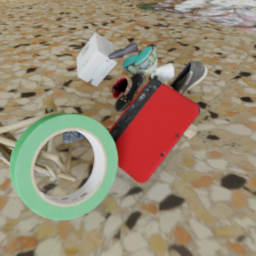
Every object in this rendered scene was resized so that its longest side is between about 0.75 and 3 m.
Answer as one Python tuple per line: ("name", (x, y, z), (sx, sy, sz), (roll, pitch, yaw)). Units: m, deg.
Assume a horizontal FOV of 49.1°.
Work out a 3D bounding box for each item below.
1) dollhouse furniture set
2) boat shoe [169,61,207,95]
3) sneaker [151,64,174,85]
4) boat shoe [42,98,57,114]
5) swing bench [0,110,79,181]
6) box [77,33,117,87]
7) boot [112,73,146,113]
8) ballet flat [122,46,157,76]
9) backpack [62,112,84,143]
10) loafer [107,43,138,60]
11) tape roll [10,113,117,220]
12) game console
("dollhouse furniture set", (1.571, -0.219, 9.407), (2.013, 1.780, 1.119), (25, 58, -6))
("boat shoe", (1.916, -1.601, 11.002), (0.753, 2.643, 0.884), (16, 44, -31))
("sneaker", (1.077, -1.680, 9.724), (0.652, 1.627, 0.572), (-10, 69, -10))
("boat shoe", (-2.439, -0.533, 8.717), (0.464, 0.493, 1.296), (-16, 54, -12))
("swing bench", (-2.688, 0.591, 7.942), (2.168, 2.156, 1.407), (-1, 64, 3))
("box", (-1.179, -2.490, 10.260), (0.851, 1.295, 1.301), (23, 38, -33))
("boot", (-0.181, -1.234, 10.212), (0.647, 1.769, 1.332), (46, 26, 11))
("ballet flat", (0.583, -2.313, 10.038), (0.932, 0.932, 2.510), (-13, 12, -17))
("backpack", (-1.864, 0.096, 9.767), (0.654, 0.887, 0.972), (22, 55, 4))
("loafer", (-0.151, -2.487, 9.411), (1.072, 0.338, 0.385), (-26, 35, -1))
("tape roll", (-1.508, 0.926, 6.945), (2.581, 2.581, 0.620), (-24, 18, -30))
("game console", (0.506, 0.026, 8.777), (1.652, 2.784, 2.399), (39, -4, -4))
